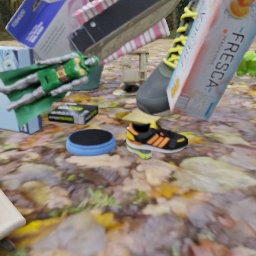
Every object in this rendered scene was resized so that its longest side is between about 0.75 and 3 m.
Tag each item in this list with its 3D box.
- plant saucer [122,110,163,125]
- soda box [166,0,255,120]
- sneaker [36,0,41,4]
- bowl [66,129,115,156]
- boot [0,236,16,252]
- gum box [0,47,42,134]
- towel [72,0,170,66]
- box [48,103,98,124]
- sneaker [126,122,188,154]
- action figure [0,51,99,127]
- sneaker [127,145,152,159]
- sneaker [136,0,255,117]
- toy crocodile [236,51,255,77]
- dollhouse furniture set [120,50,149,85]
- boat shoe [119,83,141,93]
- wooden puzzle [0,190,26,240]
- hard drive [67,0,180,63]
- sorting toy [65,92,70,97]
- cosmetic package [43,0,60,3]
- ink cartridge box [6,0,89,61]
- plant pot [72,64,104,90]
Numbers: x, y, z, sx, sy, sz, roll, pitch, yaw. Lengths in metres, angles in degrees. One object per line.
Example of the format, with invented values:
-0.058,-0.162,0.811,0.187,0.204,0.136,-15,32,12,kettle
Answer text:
0.492,-0.259,9.145,1.025,0.248,1.025,13,25,28,plant saucer
0.965,-0.894,3.187,0.524,1.649,0.564,11,40,-10,soda box
-3.035,-4.831,9.838,0.686,0.825,1.831,-37,28,-8,sneaker
-1.004,0.354,7.575,1.327,0.260,1.327,0,21,0,bowl
-2.008,1.743,4.118,0.801,0.299,0.388,7,35,34,boot
-4.095,-1.234,8.603,2.882,2.448,0.642,9,23,21,gum box
-0.177,-3.043,8.240,2.447,1.791,0.366,-20,30,15,towel
-1.871,-0.526,9.722,1.348,0.320,1.302,6,25,15,box
0.417,0.102,3.910,0.878,0.395,0.307,3,39,2,sneaker
-1.318,-0.836,4.829,1.770,1.046,0.484,-24,4,1,action figure
0.284,0.470,7.146,0.324,0.355,0.877,-17,27,-36,sneaker
0.990,-1.312,4.256,2.614,1.106,0.974,-45,46,-8,sneaker
3.109,-1.695,7.236,0.514,0.562,1.664,-35,12,1,toy crocodile
0.405,-3.429,13.199,1.476,2.656,2.349,-2,6,-6,dollhouse furniture set
0.139,-1.799,12.912,1.170,0.428,0.379,-5,47,-34,boat shoe
-3.176,1.408,4.198,2.396,0.482,2.590,-28,33,-34,wooden puzzle
-0.016,-2.447,6.525,2.903,0.549,2.028,-35,5,-5,hard drive
-3.134,-1.521,11.853,1.252,0.743,1.391,7,20,-3,sorting toy
-0.858,-2.743,4.569,1.362,1.027,0.352,-31,48,-29,cosmetic package
-2.223,-3.339,9.206,0.607,2.752,2.803,25,-11,21,ink cartridge box
-2.282,-3.140,13.515,2.550,2.396,2.550,0,21,0,plant pot
